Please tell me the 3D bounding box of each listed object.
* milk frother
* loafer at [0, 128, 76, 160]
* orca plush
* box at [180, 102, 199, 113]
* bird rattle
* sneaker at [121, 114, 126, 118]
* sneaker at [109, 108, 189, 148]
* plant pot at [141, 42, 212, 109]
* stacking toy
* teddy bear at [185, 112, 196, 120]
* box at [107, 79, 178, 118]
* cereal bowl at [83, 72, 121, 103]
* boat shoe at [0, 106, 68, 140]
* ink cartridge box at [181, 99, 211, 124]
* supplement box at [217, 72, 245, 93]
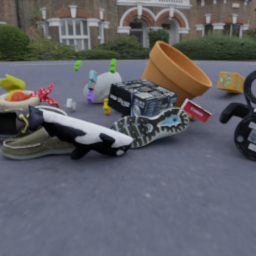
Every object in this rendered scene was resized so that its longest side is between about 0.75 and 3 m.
[{"bbox_3d":[3.932,-0.518,7.848,1.991,2.207,2.076,44,35,15],"label":"milk frother"},{"bbox_3d":[-2.410,0.331,7.874,2.253,0.785,0.847,-7,20,-13],"label":"loafer"},{"bbox_3d":[-1.224,0.396,7.155,1.554,1.050,2.953,24,5,41],"label":"orca plush"},{"bbox_3d":[2.549,-0.989,12.832,0.488,0.448,1.393,-16,24,-41],"label":"box"},{"bbox_3d":[-4.834,-1.264,13.072,2.871,1.617,2.341,18,33,12],"label":"bird rattle"},{"bbox_3d":[0.409,-0.348,10.765,1.492,0.567,0.677,16,46,28],"label":"sneaker"},{"bbox_3d":[0.629,0.122,8.886,2.491,0.976,1.121,-10,-13,-6],"label":"sneaker"},{"bbox_3d":[1.786,-1.948,11.861,2.864,2.005,2.864,29,28,-17],"label":"plant pot"},{"bbox_3d":[-1.587,-1.863,12.571,1.925,2.554,0.600,3,-15,14],"label":"stacking toy"},{"bbox_3d":[2.216,-0.489,11.184,1.107,0.369,0.802,-5,1,0],"label":"teddy bear"},{"bbox_3d":[0.546,-1.020,10.195,1.671,0.879,2.041,30,30,30],"label":"box"},{"bbox_3d":[-1.179,-1.888,14.128,2.061,0.858,2.061,-28,-12,-7],"label":"cereal bowl"},{"bbox_3d":[-3.355,-0.101,8.710,2.882,1.027,0.868,-3,9,0],"label":"boat shoe"},{"bbox_3d":[2.288,-0.555,9.430,0.931,0.390,0.818,32,11,3],"label":"ink cartridge box"},{"bbox_3d":[6.003,-2.579,16.220,1.006,0.973,2.924,13,10,32],"label":"supplement box"}]
